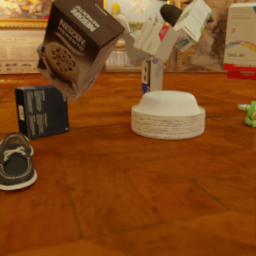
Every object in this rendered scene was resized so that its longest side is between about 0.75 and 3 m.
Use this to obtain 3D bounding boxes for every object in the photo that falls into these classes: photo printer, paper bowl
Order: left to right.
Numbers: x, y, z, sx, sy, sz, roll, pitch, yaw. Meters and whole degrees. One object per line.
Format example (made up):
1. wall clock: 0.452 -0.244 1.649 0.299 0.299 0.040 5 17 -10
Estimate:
1. photo printer: -0.225 -4.829 13.073 0.330 0.792 0.951 -25 31 -3
2. paper bowl: 1.392 -0.547 9.845 2.562 1.332 2.562 1 15 0

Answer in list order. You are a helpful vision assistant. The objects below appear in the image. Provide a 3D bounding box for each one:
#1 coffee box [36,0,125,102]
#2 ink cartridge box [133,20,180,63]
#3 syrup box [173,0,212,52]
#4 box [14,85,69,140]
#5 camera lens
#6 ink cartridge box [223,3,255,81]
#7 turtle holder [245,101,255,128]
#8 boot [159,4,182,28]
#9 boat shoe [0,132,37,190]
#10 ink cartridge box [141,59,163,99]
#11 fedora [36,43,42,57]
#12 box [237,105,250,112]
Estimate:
1. coffee box: -1.296 -1.919 6.965 0.989 1.400 2.478 -48 2 -34
2. ink cartridge box: 0.739 -2.343 7.549 0.475 0.828 1.140 20 15 -35
3. syrup box: 2.373 -3.933 10.641 0.803 0.830 2.039 -26 32 55
4. box: -2.844 -0.571 9.333 1.472 1.616 0.841 -12 18 -39
5. camera lens: 0.629 -2.761 9.335 1.233 0.986 0.986 -19 21 -22
6. ink cartridge box: 3.867 -2.589 8.882 1.434 2.469 0.830 9 31 25
7. turtle holder: 4.921 -0.521 10.603 1.156 0.878 0.821 -12 20 -42
8. boot: 2.180 -4.333 11.576 2.066 0.772 1.001 18 32 -43
9. boat shoe: -2.548 0.671 6.347 0.857 0.700 2.320 -5 15 -17
10. ink cartridge box: 1.107 -2.216 13.129 0.636 2.878 1.353 -4 15 -14
11. fedora: -3.305 -3.113 11.177 0.406 0.796 0.900 40 47 11
12. box: 5.790 -0.942 13.528 0.563 0.220 0.923 -5 15 -19
